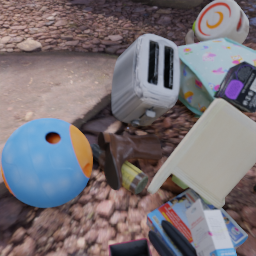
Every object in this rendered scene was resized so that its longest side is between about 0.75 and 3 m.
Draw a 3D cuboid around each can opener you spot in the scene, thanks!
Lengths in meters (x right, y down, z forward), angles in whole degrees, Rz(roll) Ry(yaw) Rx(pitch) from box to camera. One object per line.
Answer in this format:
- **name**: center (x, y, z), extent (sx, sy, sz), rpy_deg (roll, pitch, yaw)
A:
- **can opener**: center (1.335, 2.829, 5.128), extent (0.831, 1.030, 2.620), rpy_deg (-36, 59, -25)

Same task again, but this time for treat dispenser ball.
- **treat dispenser ball**: center (-1.836, 0.789, 6.467), extent (2.030, 2.030, 2.030), rpy_deg (0, 45, 0)

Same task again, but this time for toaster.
- **toaster**: center (0.509, -1.445, 8.073), extent (1.518, 1.726, 2.672), rpy_deg (14, 69, -23)

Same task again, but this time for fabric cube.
- **fabric cube**: center (0.078, 2.721, 5.406), extent (0.795, 0.793, 0.780), rpy_deg (-9, 45, -4)

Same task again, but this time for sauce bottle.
- **sauce bottle**: center (-0.321, 0.998, 7.312), extent (1.819, 0.588, 0.588), rpy_deg (33, 54, 29)

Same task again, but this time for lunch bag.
- **lunch bag**: center (2.942, -1.512, 8.944), extent (2.549, 1.825, 2.993), rpy_deg (-16, 42, -17)

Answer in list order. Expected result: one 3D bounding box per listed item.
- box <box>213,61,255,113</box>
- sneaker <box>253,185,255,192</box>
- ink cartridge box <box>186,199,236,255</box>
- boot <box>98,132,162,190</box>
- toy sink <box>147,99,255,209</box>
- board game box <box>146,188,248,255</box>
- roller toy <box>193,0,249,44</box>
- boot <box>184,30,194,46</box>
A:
- **box**: center (2.644, -0.931, 6.574), extent (0.777, 0.896, 1.466), rpy_deg (29, 10, 4)
- **sneaker**: center (3.651, 1.396, 6.947), extent (1.066, 0.418, 0.480), rpy_deg (-18, 57, -6)
- **ink cartridge box**: center (1.464, 1.921, 5.050), extent (0.380, 0.645, 1.120), rpy_deg (3, 50, -18)
- **boot**: center (0.235, 0.778, 7.062), extent (1.767, 0.568, 1.647), rpy_deg (6, 51, -30)
- **toy sink**: center (1.814, 0.732, 6.353), extent (1.405, 2.508, 1.635), rpy_deg (38, 13, 8)
- **board game box**: center (1.472, 2.236, 6.183), extent (1.534, 0.438, 1.566), rpy_deg (-25, 50, -22)
- **roller toy**: center (3.798, -4.014, 11.277), extent (1.414, 1.846, 2.023), rpy_deg (19, 39, -45)
- **boot**: center (2.570, -3.383, 11.385), extent (0.362, 1.030, 0.753), rpy_deg (2, 31, -22)
